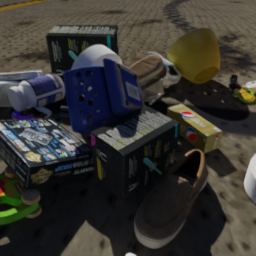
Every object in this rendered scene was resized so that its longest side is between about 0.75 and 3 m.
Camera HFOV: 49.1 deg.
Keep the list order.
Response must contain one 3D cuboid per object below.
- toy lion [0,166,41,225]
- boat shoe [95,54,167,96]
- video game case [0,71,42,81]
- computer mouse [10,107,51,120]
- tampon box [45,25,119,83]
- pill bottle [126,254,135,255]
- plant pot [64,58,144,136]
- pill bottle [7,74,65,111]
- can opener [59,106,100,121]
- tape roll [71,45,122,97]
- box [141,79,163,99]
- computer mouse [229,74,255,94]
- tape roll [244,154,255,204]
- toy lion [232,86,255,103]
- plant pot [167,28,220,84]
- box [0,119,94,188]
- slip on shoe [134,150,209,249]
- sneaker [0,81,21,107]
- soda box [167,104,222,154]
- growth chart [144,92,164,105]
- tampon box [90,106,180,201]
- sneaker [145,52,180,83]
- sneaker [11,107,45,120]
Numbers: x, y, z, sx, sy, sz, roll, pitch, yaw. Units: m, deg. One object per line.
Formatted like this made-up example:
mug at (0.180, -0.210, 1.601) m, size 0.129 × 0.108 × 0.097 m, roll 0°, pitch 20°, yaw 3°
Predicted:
toy lion at (-3.088, 1.585, 6.403) m, size 1.660 × 0.595 × 1.732 m, roll -18°, pitch 37°, yaw -37°
boat shoe at (0.038, -1.537, 9.878) m, size 2.876 × 0.932 × 1.034 m, roll -25°, pitch 52°, yaw 21°
video game case at (-4.979, -2.174, 11.784) m, size 2.480 × 0.312 × 2.725 m, roll -7°, pitch 14°, yaw -12°
computer mouse at (-3.506, -0.533, 10.080) m, size 1.428 × 0.313 × 0.783 m, roll -11°, pitch 34°, yaw -16°
tampon box at (-1.931, -3.373, 12.731) m, size 2.890 × 2.166 × 1.825 m, roll 2°, pitch 34°, yaw 3°
pill bottle at (-0.240, 2.758, 4.585) m, size 0.760 × 0.760 × 1.313 m, roll 25°, pitch 41°, yaw 34°
plant pot at (-0.574, -0.854, 8.169) m, size 1.669 × 1.856 × 1.856 m, roll -19°, pitch -16°, yaw 26°
pill bottle at (-3.425, -1.319, 10.521) m, size 1.083 × 1.083 × 1.871 m, roll 27°, pitch 39°, yaw 35°
can opener at (-1.714, -0.508, 9.810) m, size 1.569 × 0.418 × 0.524 m, roll 8°, pitch -2°, yaw 13°
tape roll at (-1.197, -2.078, 10.749) m, size 2.067 × 2.067 × 0.723 m, roll -29°, pitch 58°, yaw -37°
box at (0.592, -1.523, 10.998) m, size 1.539 × 0.632 × 0.526 m, roll -20°, pitch 38°, yaw -16°
computer mouse at (5.468, -1.811, 11.886) m, size 2.272 × 0.498 × 1.246 m, roll 11°, pitch 33°, yaw 17°
tape roll at (3.893, 1.350, 6.848) m, size 1.917 × 0.671 × 1.917 m, roll -1°, pitch 33°, yaw 0°
toy lion at (4.781, -1.329, 11.390) m, size 0.891 × 0.306 × 0.854 m, roll -23°, pitch 47°, yaw -31°
plant pot at (3.098, -2.942, 12.399) m, size 2.310 × 2.310 × 1.640 m, roll -12°, pitch 65°, yaw -17°
box at (-2.359, 0.507, 7.628) m, size 2.606 × 0.599 × 2.071 m, roll 30°, pitch 24°, yaw 37°
slip on shoe at (1.089, 1.487, 6.463) m, size 1.062 × 0.846 × 2.792 m, roll 24°, pitch 40°, yaw 32°
sneaker at (-5.220, -1.382, 10.751) m, size 2.802 × 1.036 × 1.148 m, roll -12°, pitch 36°, yaw -21°
soda box at (2.041, -0.025, 8.974) m, size 0.624 × 0.660 × 1.950 m, roll -17°, pitch 37°, yaw -24°
growth chart at (0.539, -1.539, 11.772) m, size 1.916 × 0.170 × 1.386 m, roll 22°, pitch 39°, yaw 31°
tampon box at (0.196, 0.577, 7.268) m, size 1.978 × 1.483 × 1.249 m, roll -27°, pitch 42°, yaw -35°
sneaker at (1.574, -2.762, 12.276) m, size 1.879 × 0.704 × 0.814 m, roll 36°, pitch -4°, yaw 2°
sneaker at (-3.385, -0.496, 9.540) m, size 1.158 × 0.576 × 0.402 m, roll 9°, pitch 43°, yaw -5°
